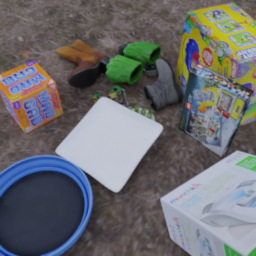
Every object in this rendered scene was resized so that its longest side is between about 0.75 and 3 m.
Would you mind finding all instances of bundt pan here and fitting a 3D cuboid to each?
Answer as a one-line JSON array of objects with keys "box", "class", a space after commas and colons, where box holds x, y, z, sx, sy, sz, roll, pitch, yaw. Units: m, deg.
[{"box": [1.036, -2.329, 11.276, 0.819, 0.307, 0.819, -14, 32, 9], "class": "bundt pan"}]

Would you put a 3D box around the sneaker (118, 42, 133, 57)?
[{"box": [0.224, -3.550, 12.312, 1.412, 0.536, 0.641, -7, 41, -11], "class": "sneaker"}]

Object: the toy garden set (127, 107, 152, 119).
[{"box": [0.354, -0.452, 9.654, 0.896, 0.179, 0.747, 9, 45, 8], "class": "toy garden set"}]

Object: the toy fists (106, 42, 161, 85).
[{"box": [0.175, -2.630, 11.199, 1.316, 0.888, 2.582, 25, 56, 26], "class": "toy fists"}]

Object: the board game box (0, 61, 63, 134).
[{"box": [-3.350, -1.062, 9.528, 1.495, 1.494, 1.494, -32, 57, -24], "class": "board game box"}]

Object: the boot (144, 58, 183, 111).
[{"box": [1.115, -1.645, 10.273, 1.264, 0.670, 1.919, -18, 71, -16], "class": "boot"}]

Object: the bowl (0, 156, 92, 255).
[{"box": [-2.407, 2.102, 7.468, 2.937, 0.577, 2.937, 0, 49, 0], "class": "bowl"}]

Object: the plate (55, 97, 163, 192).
[{"box": [-0.563, 0.436, 8.718, 2.488, 0.403, 2.494, 28, 68, 25], "class": "plate"}]

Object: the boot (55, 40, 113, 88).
[{"box": [-2.132, -2.768, 11.406, 2.533, 0.867, 2.385, 35, 58, 26], "class": "boot"}]

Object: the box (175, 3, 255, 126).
[{"box": [3.140, -1.947, 9.301, 1.816, 2.977, 2.867, -16, 52, -13], "class": "box"}]

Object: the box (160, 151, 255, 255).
[{"box": [2.639, 1.935, 6.385, 2.797, 1.352, 2.468, -25, 22, -23], "class": "box"}]

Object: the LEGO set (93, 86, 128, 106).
[{"box": [-0.602, -0.951, 10.132, 1.261, 0.731, 0.970, -29, 26, -26], "class": "LEGO set"}]

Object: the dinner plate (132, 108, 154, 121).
[{"box": [0.348, -0.320, 9.780, 1.145, 0.139, 1.145, -1, 49, 1], "class": "dinner plate"}]

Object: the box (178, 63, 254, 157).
[{"box": [2.455, -0.454, 8.334, 1.732, 2.536, 0.478, 37, 60, 27], "class": "box"}]
